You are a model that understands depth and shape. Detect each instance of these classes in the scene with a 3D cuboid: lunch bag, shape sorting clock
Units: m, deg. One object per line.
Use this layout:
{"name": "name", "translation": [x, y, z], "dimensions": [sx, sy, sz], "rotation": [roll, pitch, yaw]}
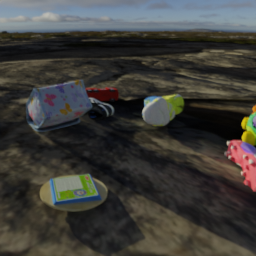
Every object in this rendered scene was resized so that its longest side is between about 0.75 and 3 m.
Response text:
{"name": "lunch bag", "translation": [-2.689, -0.713, 10.617], "dimensions": [1.916, 1.437, 2.260], "rotation": [-17, -4, -34]}
{"name": "shape sorting clock", "translation": [-1.292, 1.548, 6.746], "dimensions": [1.589, 0.312, 1.589], "rotation": [1, 18, 0]}

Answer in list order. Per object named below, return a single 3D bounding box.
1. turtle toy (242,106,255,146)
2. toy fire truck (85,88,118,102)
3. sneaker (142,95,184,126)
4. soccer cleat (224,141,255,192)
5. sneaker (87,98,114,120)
{"name": "turtle toy", "translation": [4.723, 0.013, 9.072], "dimensions": [1.835, 1.273, 2.518], "rotation": [7, 33, 18]}
{"name": "toy fire truck", "translation": [-1.903, -1.759, 14.192], "dimensions": [2.497, 0.609, 1.761], "rotation": [-5, 19, -20]}
{"name": "sneaker", "translation": [1.076, -0.713, 11.398], "dimensions": [1.505, 1.085, 2.866], "rotation": [1, 12, 36]}
{"name": "soccer cleat", "translation": [3.440, 0.985, 7.581], "dimensions": [0.909, 0.793, 2.377], "rotation": [3, 20, -5]}
{"name": "sneaker", "translation": [-1.574, -0.802, 11.924], "dimensions": [1.737, 0.635, 0.972], "rotation": [14, 27, 29]}
